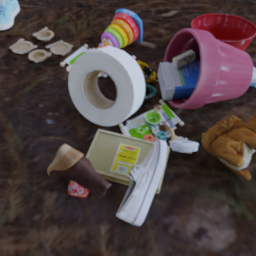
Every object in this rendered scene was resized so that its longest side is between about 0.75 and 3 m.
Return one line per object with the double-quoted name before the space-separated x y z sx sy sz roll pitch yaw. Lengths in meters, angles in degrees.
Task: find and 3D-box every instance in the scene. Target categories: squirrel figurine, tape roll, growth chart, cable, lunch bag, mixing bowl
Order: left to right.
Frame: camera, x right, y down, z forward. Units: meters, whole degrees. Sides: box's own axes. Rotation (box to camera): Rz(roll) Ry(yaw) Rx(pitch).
"lunch bag" -1.450 1.728 8.689 0.730 0.339 0.828 10 51 0
"growth chart" -1.432 -2.989 12.889 2.976 0.264 2.153 20 53 17
"tape roll" -0.771 -1.441 9.841 2.669 2.669 0.934 23 31 19
"growth chart" 0.874 -0.040 10.350 2.368 0.210 1.713 -29 56 -22
"cable" 1.739 0.564 8.612 0.811 0.281 0.811 -2 7 -43
"mixing bowl" 4.168 -3.929 12.779 2.822 1.528 2.822 0 44 0
"squirrel figurine" 3.552 0.227 8.898 2.036 1.544 2.182 -51 42 -1

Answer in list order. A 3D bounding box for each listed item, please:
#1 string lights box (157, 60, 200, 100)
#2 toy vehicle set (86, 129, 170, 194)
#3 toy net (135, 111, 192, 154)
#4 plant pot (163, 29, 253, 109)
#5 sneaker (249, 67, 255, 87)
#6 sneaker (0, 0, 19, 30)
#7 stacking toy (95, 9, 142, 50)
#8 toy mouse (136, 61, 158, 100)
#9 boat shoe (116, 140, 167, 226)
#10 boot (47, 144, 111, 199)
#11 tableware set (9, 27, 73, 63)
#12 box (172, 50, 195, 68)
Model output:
"string lights box" 2.557 -1.903 10.941 2.586 0.762 1.329 -5 63 -7
"toy vehicle set" -0.054 1.039 9.194 2.572 0.341 1.598 14 56 12
"toy net" 1.293 0.269 9.743 2.092 0.404 1.097 34 56 22
"plant pot" 3.057 -2.122 10.659 2.604 2.910 2.910 1 47 -20
"sneaker" 5.148 -2.273 11.773 2.309 1.001 0.866 -11 49 -11
"sneaker" -6.820 -6.449 15.259 1.082 1.200 2.928 -2 49 -1
"stacking toy" -0.692 -4.212 13.292 1.622 1.534 2.796 32 64 23
"toy mouse" 0.251 -1.859 11.263 2.649 0.513 2.354 36 46 -10
"boat shoe" 0.384 1.444 7.928 0.825 0.929 2.525 22 75 -7
"boot" -1.457 1.489 8.156 1.748 2.101 0.760 42 56 3
"tableware set" -4.249 -3.992 13.706 2.731 0.317 2.282 34 57 27
"box" 2.087 -2.574 10.483 0.829 0.341 0.284 -29 48 -9
